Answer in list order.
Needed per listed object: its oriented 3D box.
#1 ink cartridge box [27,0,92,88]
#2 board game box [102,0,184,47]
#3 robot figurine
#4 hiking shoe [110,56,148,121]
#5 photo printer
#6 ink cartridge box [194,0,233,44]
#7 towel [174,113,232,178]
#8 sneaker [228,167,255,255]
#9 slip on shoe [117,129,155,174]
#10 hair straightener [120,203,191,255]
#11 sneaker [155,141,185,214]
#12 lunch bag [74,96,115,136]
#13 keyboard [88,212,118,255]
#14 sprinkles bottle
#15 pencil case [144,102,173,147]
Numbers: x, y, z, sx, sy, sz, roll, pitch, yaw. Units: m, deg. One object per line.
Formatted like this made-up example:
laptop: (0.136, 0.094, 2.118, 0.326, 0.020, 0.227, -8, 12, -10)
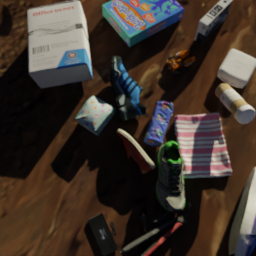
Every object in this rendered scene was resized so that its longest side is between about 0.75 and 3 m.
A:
ink cartridge box: (-2.461, -3.013, 10.111, 1.982, 1.154, 2.741, -9, 69, 2)
board game box: (0.577, -4.616, 11.176, 2.614, 0.588, 1.988, -32, 71, -13)
robot figurine: (1.925, -2.475, 10.439, 1.062, 0.309, 0.770, -31, 72, -11)
hiking shoe: (-0.033, -1.402, 9.789, 1.029, 0.883, 2.374, -9, 78, -10)
photo printer: (3.947, -2.123, 10.214, 1.114, 0.465, 1.338, 30, 70, 12)
ink cartridge box: (3.390, -4.259, 10.787, 0.410, 1.040, 2.091, 38, 73, 17)
towel: (2.416, 0.551, 9.191, 1.597, 0.326, 2.183, -4, 68, -1)
sneaker: (4.235, 2.667, 7.837, 2.137, 1.176, 2.918, 22, 64, 13)
slip on shoe: (0.145, 0.732, 8.986, 0.533, 0.645, 1.742, -39, 73, -1)
hair straightener: (0.792, 2.811, 8.020, 2.534, 0.518, 0.975, -32, 72, -21)
sneaker: (1.263, 1.434, 8.405, 0.857, 0.936, 2.197, -2, 65, -10)
lunch bag: (-1.092, -0.442, 9.422, 0.930, 0.666, 1.092, 32, 77, 13)
keyboard: (-0.664, 3.088, 8.247, 0.689, 0.147, 1.148, -27, 71, -4)
sprinkles bottle: (3.384, -0.811, 8.965, 0.565, 0.565, 1.654, -12, 38, -5)
pencil case: (1.039, -0.127, 9.316, 0.685, 0.615, 1.577, 25, 68, -12)
